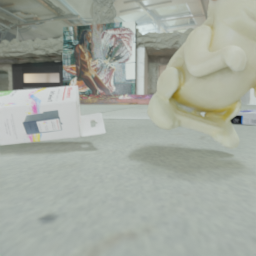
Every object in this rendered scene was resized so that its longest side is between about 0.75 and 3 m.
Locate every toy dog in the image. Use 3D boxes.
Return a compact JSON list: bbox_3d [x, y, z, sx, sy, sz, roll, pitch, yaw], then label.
[{"bbox_3d":[1.715,-1.283,4.774,1.788,2.563,2.485,22,37,-7],"label":"toy dog"}]

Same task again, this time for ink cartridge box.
[{"bbox_3d":[-1.683,-0.324,5.769,2.326,0.783,1.362,-6,22,-8],"label":"ink cartridge box"},{"bbox_3d":[5.169,-0.458,11.546,1.291,0.509,2.596,5,10,41],"label":"ink cartridge box"}]
